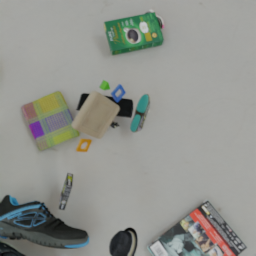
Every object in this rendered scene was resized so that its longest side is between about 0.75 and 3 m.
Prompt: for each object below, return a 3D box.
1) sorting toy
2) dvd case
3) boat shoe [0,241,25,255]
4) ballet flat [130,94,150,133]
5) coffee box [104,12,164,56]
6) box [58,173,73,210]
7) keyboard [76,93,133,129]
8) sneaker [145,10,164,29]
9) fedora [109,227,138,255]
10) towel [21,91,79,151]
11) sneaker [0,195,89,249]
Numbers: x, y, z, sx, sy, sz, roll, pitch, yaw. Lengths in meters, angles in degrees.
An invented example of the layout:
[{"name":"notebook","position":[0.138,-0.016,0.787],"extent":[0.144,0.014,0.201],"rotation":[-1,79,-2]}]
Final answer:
[{"name":"sorting toy","position":[-1.064,-0.396,8.979],"extent":[0.348,1.440,2.558],"rotation":[33,91,35]},{"name":"dvd case","position":[2.002,3.490,8.180],"extent":[2.369,0.261,1.730],"rotation":[-32,66,-17]},{"name":"boat shoe","position":[-3.464,3.743,7.653],"extent":[2.701,0.896,1.010],"rotation":[22,62,13]},{"name":"ballet flat","position":[0.477,-0.495,9.647],"extent":[0.506,0.506,1.407],"rotation":[24,104,13]},{"name":"coffee box","position":[0.220,-4.005,11.917],"extent":[2.312,0.508,1.422],"rotation":[-15,81,-8]},{"name":"box","position":[-1.849,1.886,8.335],"extent":[0.191,0.862,0.690],"rotation":[16,20,-14]},{"name":"keyboard","position":[-0.861,-0.589,10.052],"extent":[2.032,0.209,1.291],"rotation":[8,62,8]},{"name":"sneaker","position":[1.117,-4.810,12.587],"extent":[0.569,0.480,1.301],"rotation":[-28,61,-13]},{"name":"fedora","position":[-0.172,2.860,6.852],"extent":[0.420,0.919,0.919],"rotation":[31,58,-29]},{"name":"towel","position":[-2.859,-0.311,10.260],"extent":[1.580,0.250,2.200],"rotation":[-24,65,-13]},{"name":"sneaker","position":[-2.530,2.732,8.111],"extent":[2.994,1.096,1.226],"rotation":[10,62,5]}]
